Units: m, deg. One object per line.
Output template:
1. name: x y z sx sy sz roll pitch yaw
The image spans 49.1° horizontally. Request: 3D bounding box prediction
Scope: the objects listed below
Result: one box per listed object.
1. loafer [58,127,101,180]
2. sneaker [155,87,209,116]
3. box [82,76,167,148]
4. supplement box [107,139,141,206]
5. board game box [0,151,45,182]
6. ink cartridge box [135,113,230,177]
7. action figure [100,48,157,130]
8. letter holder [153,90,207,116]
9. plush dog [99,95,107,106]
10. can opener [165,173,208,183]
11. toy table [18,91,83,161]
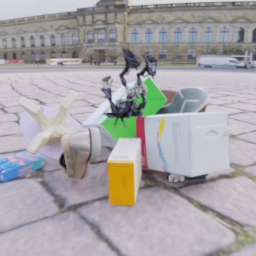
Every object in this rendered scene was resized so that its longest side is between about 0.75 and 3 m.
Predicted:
1. loafer: -1.377 0.680 7.024 0.854 0.977 2.717 -1 -23 -20
2. sneaker: 2.014 -0.736 9.923 1.045 0.917 2.608 -4 -15 -28
3. box: -0.227 -0.552 10.330 2.491 1.205 2.198 -47 17 -20
4. supplement box: -0.058 1.098 7.543 0.682 1.169 1.854 0 15 8
5. board game box: -3.556 1.176 8.832 1.081 0.320 1.422 11 19 35
6. ink cartridge box: 1.552 0.397 8.210 1.642 1.635 2.260 -4 2 -34
7. action figure: -0.007 -1.061 7.949 1.385 2.331 1.189 1 45 -24
8. letter holder: 2.231 -0.681 11.956 2.094 1.488 1.053 20 7 23
9. plush dog: -0.739 -1.011 15.270 1.547 1.446 1.802 27 20 7
10. can opener: 1.689 1.351 8.024 1.208 0.318 0.401 1 34 -13
11. toy table: -2.344 0.005 8.968 2.494 2.293 1.461 22 -22 -5
